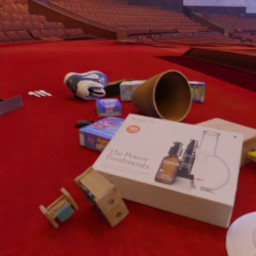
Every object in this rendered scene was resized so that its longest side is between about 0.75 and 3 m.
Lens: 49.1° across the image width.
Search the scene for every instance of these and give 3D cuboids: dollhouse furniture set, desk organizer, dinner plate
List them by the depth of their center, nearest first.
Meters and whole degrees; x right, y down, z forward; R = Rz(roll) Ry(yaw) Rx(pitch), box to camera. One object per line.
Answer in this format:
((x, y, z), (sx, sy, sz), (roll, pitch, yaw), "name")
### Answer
((2.906, 2.071, 4.569), (2.470, 0.299, 2.470), (1, 22, -1), "dinner plate")
((-0.812, 1.571, 5.337), (1.228, 0.861, 0.866), (-38, 38, -20), "dollhouse furniture set")
((-5.161, -1.002, 11.885), (0.511, 0.549, 1.425), (7, 23, 17), "desk organizer")

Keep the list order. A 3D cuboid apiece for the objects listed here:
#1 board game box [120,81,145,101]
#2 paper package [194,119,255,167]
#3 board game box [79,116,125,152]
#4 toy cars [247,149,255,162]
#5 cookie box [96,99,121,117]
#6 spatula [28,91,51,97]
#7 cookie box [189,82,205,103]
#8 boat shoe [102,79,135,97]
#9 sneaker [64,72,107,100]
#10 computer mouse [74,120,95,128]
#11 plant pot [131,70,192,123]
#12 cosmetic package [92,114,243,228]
((0.451, -1.788, 13.343), (1.520, 0.797, 0.783), (-1, 20, 13), "board game box")
((2.703, 0.400, 8.003), (1.509, 0.819, 1.583), (-16, 26, -35), "paper package")
((-0.129, 0.302, 8.633), (2.334, 0.523, 1.569), (15, 26, 33), "board game box")
((3.863, 0.665, 7.860), (0.975, 0.481, 2.174), (9, 20, 22), "toy cars")
((-0.835, -0.850, 11.674), (0.958, 0.421, 1.120), (-4, 22, -9), "cookie box")
((-4.545, -1.730, 14.383), (0.822, 0.095, 1.183), (-11, 25, -40), "spatula")
((3.021, -1.678, 13.128), (1.052, 0.900, 0.395), (4, 18, 12), "cookie box")
((-0.511, -2.112, 14.393), (2.104, 0.796, 0.777), (-12, 22, -29), "boat shoe")
((-1.619, -1.987, 13.991), (2.024, 1.114, 2.764), (35, 28, 32), "sneaker")
((-1.569, -0.177, 10.270), (0.812, 0.214, 0.563), (-10, 25, -23), "computer mouse")
((1.088, -1.198, 10.989), (1.908, 1.908, 2.048), (-15, 12, -33), "plant pot")
((0.957, 0.764, 6.381), (2.912, 0.752, 2.196), (11, 37, 20), "cosmetic package")
